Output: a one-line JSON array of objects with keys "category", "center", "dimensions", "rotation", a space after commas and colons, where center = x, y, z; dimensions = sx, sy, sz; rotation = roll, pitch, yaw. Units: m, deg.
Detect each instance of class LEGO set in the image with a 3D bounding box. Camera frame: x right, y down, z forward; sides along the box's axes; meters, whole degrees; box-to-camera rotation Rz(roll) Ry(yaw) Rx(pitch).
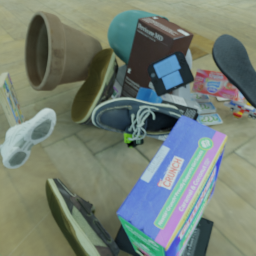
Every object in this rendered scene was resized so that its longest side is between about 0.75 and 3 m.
[{"category": "LEGO set", "center": [3.521, -0.930, 9.926], "dimensions": [2.534, 0.622, 1.893], "rotation": [-5, 39, -2]}]

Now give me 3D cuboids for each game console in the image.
[{"category": "game console", "center": [1.078, -1.414, 7.281], "dimensions": [1.046, 0.162, 0.925], "rotation": [-23, 75, 17]}]

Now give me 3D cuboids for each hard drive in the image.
[{"category": "hard drive", "center": [0.790, 2.359, 6.222], "dimensions": [1.902, 0.313, 1.327], "rotation": [18, 55, 16]}]

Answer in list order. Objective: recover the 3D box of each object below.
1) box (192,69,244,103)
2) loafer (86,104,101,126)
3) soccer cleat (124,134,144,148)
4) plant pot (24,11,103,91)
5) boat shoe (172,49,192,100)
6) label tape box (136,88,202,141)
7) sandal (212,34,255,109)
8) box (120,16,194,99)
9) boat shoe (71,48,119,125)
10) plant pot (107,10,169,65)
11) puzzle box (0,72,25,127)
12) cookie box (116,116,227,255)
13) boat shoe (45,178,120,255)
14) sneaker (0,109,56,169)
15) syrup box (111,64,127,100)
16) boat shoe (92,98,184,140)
[{"category": "box", "center": [3.175, -1.476, 9.722], "dimensions": [0.793, 0.860, 1.676], "rotation": [3, 15, -43]}, {"category": "loafer", "center": [-0.755, -0.413, 9.202], "dimensions": [1.882, 0.668, 0.687], "rotation": [2, 41, -8]}, {"category": "soccer cleat", "center": [0.148, 0.389, 8.057], "dimensions": [0.384, 1.137, 0.461], "rotation": [0, 73, 24]}, {"category": "plant pot", "center": [-2.083, -2.465, 9.523], "dimensions": [2.184, 2.504, 2.504], "rotation": [-2, 37, -35]}, {"category": "boat shoe", "center": [1.623, -1.754, 9.836], "dimensions": [1.001, 0.948, 2.863], "rotation": [13, 71, -43]}, {"category": "label tape box", "center": [1.031, -0.320, 8.266], "dimensions": [1.821, 1.305, 0.602], "rotation": [13, 31, -13]}, {"category": "sandal", "center": [3.141, -1.528, 7.947], "dimensions": [0.919, 0.517, 2.416], "rotation": [-30, 82, -4]}, {"category": "box", "center": [0.771, -1.778, 8.564], "dimensions": [1.036, 2.765, 1.385], "rotation": [-24, 52, -40]}, {"category": "boat shoe", "center": [-0.867, -1.214, 8.678], "dimensions": [1.014, 0.898, 2.770], "rotation": [1, 60, 38]}, {"category": "plant pot", "center": [0.251, -3.066, 9.597], "dimensions": [1.584, 1.974, 1.974], "rotation": [34, 51, 26]}, {"category": "puzzle box", "center": [-3.672, -0.749, 8.814], "dimensions": [0.218, 1.716, 1.141], "rotation": [-12, 34, -6]}, {"category": "cookie box", "center": [0.853, 1.335, 5.078], "dimensions": [0.896, 2.385, 2.040], "rotation": [25, 63, 25]}, {"category": "boat shoe", "center": [-1.111, 2.072, 6.400], "dimensions": [0.830, 0.903, 2.526], "rotation": [-17, 44, -32]}, {"category": "sneaker", "center": [-2.560, 0.104, 6.902], "dimensions": [1.757, 0.684, 0.873], "rotation": [-47, 59, -2]}, {"category": "syrup box", "center": [0.190, -1.943, 10.615], "dimensions": [2.269, 0.924, 0.893], "rotation": [-37, 85, -34]}, {"category": "boat shoe", "center": [0.366, -0.169, 7.183], "dimensions": [2.533, 0.948, 0.783], "rotation": [6, 21, -22]}]
